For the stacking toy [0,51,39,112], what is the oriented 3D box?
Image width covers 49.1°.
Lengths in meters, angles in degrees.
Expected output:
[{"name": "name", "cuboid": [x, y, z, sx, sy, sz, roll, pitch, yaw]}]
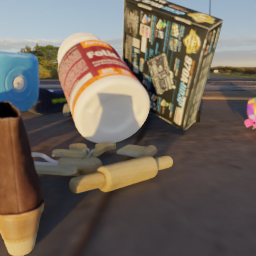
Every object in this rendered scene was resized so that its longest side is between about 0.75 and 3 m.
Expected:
[{"name": "stacking toy", "cuboid": [-3.948, -1.387, 7.725, 2.777, 1.524, 1.612, 13, 15, 27]}]

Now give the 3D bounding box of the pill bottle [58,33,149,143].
[{"name": "pill bottle", "cuboid": [-0.734, -1.078, 6.504, 1.584, 1.584, 2.774, -5, 39, -23]}]

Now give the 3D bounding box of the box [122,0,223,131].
[{"name": "box", "cuboid": [0.811, -1.476, 6.533, 2.096, 2.637, 0.607, 32, 51, 28]}]

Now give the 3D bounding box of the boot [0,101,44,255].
[{"name": "boot", "cuboid": [-1.145, 0.354, 2.855, 0.550, 1.264, 1.520, -5, 13, -24]}]

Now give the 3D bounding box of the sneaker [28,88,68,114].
[{"name": "sneaker", "cuboid": [-3.013, -0.981, 10.212, 1.019, 0.916, 2.478, 5, 6, 31]}]

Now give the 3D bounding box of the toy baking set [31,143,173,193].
[{"name": "toy baking set", "cuboid": [-0.724, 0.568, 4.214, 2.087, 0.316, 2.719, 4, 8, 43]}]

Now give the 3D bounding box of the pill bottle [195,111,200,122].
[{"name": "pill bottle", "cuboid": [1.685, -0.344, 8.144, 0.783, 0.438, 0.438, 1, 12, 7]}]

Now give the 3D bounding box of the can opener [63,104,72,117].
[{"name": "can opener", "cuboid": [-1.273, -0.877, 9.347, 0.685, 0.859, 2.569, 14, 12, 14]}]

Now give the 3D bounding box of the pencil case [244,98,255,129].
[{"name": "pencil case", "cuboid": [3.838, -0.438, 6.682, 1.906, 0.842, 0.842, -11, 3, 37]}]
